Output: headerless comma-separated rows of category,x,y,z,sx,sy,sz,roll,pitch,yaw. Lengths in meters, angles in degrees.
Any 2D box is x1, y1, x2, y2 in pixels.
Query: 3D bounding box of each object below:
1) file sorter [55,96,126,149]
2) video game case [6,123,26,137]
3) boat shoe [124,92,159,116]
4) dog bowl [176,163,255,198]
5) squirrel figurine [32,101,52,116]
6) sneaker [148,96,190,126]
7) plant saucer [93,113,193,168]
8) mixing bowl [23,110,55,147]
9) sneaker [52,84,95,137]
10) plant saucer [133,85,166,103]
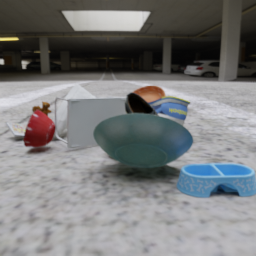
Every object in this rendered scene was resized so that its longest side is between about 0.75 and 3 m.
file sorter,-1.280,-0.316,9.538,2.193,1.522,1.366,-6,14,-36
video game case,-3.881,0.086,10.104,0.766,0.096,0.842,9,24,-49
boat shoe,0.642,-0.098,8.247,0.822,0.774,2.288,-30,67,-18
dog bowl,1.905,1.085,6.013,1.708,0.423,0.952,0,12,-3
squirrel figurine,-3.932,-0.792,12.809,0.862,0.804,0.610,-3,32,-34
sneaker,1.120,-0.308,10.452,1.109,1.234,2.999,10,-11,-20
plant saucer,0.319,0.477,6.538,2.352,0.453,2.352,4,-31,3
mixing bowl,-2.650,0.112,8.614,0.648,1.196,1.196,17,13,0
sneaker,-1.823,-0.462,10.764,1.670,1.064,2.889,31,42,-9
plant saucer,0.745,-1.087,12.775,2.112,0.395,2.112,-16,44,17
